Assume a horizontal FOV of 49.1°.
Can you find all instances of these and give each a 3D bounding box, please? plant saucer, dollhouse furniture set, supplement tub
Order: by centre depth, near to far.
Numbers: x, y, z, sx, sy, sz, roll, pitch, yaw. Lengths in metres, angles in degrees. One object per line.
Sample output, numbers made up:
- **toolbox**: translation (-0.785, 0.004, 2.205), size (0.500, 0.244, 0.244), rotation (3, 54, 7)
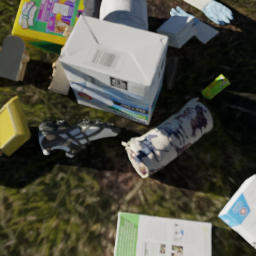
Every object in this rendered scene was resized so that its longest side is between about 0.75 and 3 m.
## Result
- **plant saucer**: translation (-3.473, -0.028, 8.100), size (1.338, 0.324, 1.338), rotation (-34, 72, 32)
- **dollhouse furniture set**: translation (-3.026, -2.315, 8.189), size (2.950, 2.710, 1.919), rotation (15, 94, -19)
- **supplement tub**: translation (-0.153, -3.595, 9.507), size (1.640, 1.640, 2.486), rotation (0, 68, 0)

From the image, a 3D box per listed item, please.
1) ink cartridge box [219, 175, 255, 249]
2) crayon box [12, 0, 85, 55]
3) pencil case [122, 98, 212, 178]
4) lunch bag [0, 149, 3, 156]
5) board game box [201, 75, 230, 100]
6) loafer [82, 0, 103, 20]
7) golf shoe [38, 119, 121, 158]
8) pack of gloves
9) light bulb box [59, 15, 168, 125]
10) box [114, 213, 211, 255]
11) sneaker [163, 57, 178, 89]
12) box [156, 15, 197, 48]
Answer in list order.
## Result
- **ink cartridge box**: translation (3.633, 2.431, 7.342), size (1.907, 0.798, 1.383), rotation (40, 72, 17)
- **crayon box**: translation (-2.545, -3.937, 9.762), size (2.224, 0.751, 2.578), rotation (11, 74, -7)
- **pencil case**: translation (1.189, 0.247, 8.097), size (2.662, 1.036, 1.191), rotation (-35, 114, -13)
- **lunch bag**: translation (-4.564, 0.690, 8.264), size (1.439, 0.544, 1.153), rotation (-35, 69, -15)
- **board game box**: translation (2.739, -1.258, 8.772), size (0.807, 0.410, 0.192), rotation (-42, 52, 28)
- **loafer**: translation (-1.078, -3.479, 8.684), size (0.650, 1.809, 0.570), rotation (45, 57, 13)
- **golf shoe**: translation (-1.421, 0.301, 8.329), size (2.388, 0.928, 1.128), rotation (0, 97, -9)
- **pack of gloves**: translation (2.703, -4.103, 10.510), size (1.739, 0.408, 2.069), rotation (-41, 67, -8)
- **light bulb box**: translation (-0.301, -1.537, 8.093), size (2.484, 2.506, 1.564), rotation (18, 70, 10)
- **box**: translation (0.872, 3.228, 7.206), size (2.460, 0.447, 1.775), rotation (7, 68, 2)
- **sneaker**: translation (1.369, -1.851, 9.462), size (0.496, 0.463, 1.313), rotation (7, 59, 17)
- **box**: translation (1.686, -3.364, 9.740), size (0.935, 0.615, 0.940), rotation (-43, 43, -13)
